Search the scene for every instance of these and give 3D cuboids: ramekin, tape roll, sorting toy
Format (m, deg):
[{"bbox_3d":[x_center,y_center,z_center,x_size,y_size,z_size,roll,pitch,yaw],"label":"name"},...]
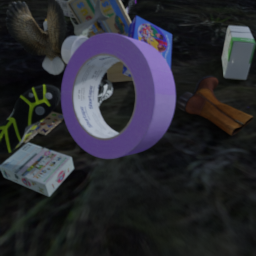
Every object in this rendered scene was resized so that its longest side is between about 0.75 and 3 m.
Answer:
[{"bbox_3d":[-1.606,-2.373,8.750,0.495,1.015,1.015,20,41,28],"label":"ramekin"},{"bbox_3d":[-0.331,-0.714,6.588,2.788,2.788,0.915,28,19,32],"label":"tape roll"},{"bbox_3d":[-0.125,-3.249,13.629,1.995,1.983,0.694,-6,3,-12],"label":"sorting toy"}]

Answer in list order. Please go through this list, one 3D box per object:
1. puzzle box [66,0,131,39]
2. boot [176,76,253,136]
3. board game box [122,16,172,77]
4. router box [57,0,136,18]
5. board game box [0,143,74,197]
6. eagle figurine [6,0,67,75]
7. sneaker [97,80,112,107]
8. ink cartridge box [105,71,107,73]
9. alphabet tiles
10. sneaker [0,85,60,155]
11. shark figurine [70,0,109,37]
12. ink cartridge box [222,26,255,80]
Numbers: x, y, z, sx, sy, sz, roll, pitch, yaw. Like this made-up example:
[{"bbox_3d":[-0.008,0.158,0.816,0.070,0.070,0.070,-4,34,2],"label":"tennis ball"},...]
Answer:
[{"bbox_3d":[-0.849,-3.865,10.397,1.750,2.631,0.334,-21,34,19],"label":"puzzle box"},{"bbox_3d":[3.745,-1.024,11.286,2.524,0.918,2.681,-30,47,-35],"label":"boot"},{"bbox_3d":[0.683,-2.489,9.277,1.478,0.492,2.199,20,59,-21],"label":"board game box"},{"bbox_3d":[-1.366,-5.405,11.894,2.968,0.758,2.214,18,54,9],"label":"router box"},{"bbox_3d":[-2.757,1.215,8.544,1.728,0.555,1.275,15,40,22],"label":"board game box"},{"bbox_3d":[-2.960,-3.371,10.178,1.875,2.484,1.885,42,86,17],"label":"eagle figurine"},{"bbox_3d":[-1.270,-1.669,12.012,0.784,1.067,2.359,14,38,16],"label":"sneaker"},{"bbox_3d":[-1.670,-3.628,14.458,1.789,1.312,1.306,-13,38,-19],"label":"ink cartridge box"},{"bbox_3d":[-3.660,-0.137,10.782,1.700,0.077,2.034,16,39,19],"label":"alphabet tiles"},{"bbox_3d":[-2.782,-0.293,7.595,2.293,0.864,0.876,-47,10,-12],"label":"sneaker"},{"bbox_3d":[-1.486,-3.325,8.948,1.136,0.793,1.901,-43,15,-23],"label":"shark figurine"},{"bbox_3d":[5.561,-3.905,14.335,1.102,1.914,2.623,7,37,10],"label":"ink cartridge box"}]
